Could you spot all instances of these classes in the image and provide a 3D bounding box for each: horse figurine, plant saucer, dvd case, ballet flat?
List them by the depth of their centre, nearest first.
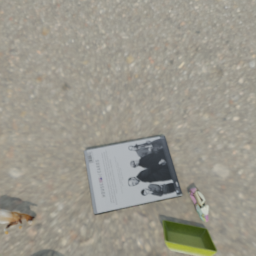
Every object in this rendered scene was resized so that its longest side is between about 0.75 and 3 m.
[{"bbox_3d":[1.474,2.825,7.064,1.248,1.249,0.299,10,95,4],"label":"plant saucer"},{"bbox_3d":[-3.217,2.323,7.071,1.560,1.034,0.389,8,96,-11],"label":"horse figurine"},{"bbox_3d":[2.004,2.096,7.711,0.333,0.343,0.964,-4,62,-42],"label":"ballet flat"},{"bbox_3d":[0.101,1.312,8.118,2.513,0.311,1.889,-10,65,-7],"label":"dvd case"}]
